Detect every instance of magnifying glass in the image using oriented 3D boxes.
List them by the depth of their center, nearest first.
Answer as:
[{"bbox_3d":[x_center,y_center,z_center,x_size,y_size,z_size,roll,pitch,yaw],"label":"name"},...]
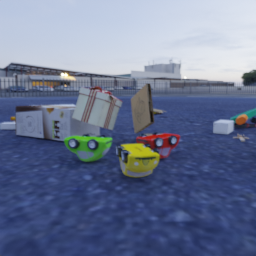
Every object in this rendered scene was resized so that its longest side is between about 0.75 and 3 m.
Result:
[{"bbox_3d":[4.717,-0.430,11.513,1.154,0.325,2.898,-24,-2,26],"label":"magnifying glass"}]

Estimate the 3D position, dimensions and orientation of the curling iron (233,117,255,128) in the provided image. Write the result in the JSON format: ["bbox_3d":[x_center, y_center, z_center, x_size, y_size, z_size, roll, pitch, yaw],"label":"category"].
[{"bbox_3d":[4.600,-0.148,11.165,1.796,0.230,0.445,-8,47,-26],"label":"curling iron"}]

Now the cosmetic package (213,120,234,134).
[{"bbox_3d":[3.401,-0.043,9.968,0.515,0.406,0.957,7,11,32],"label":"cosmetic package"}]

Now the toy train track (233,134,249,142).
[{"bbox_3d":[3.492,0.292,8.622,0.461,0.131,0.804,2,9,16],"label":"toy train track"}]

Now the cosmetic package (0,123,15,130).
[{"bbox_3d":[-4.317,-0.069,10.718,0.980,0.248,0.405,0,8,2],"label":"cosmetic package"}]

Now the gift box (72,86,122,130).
[{"bbox_3d":[-0.744,-0.549,7.716,1.098,1.025,1.013,16,0,22],"label":"gift box"}]

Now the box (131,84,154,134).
[{"bbox_3d":[0.400,-0.522,8.204,0.148,1.134,1.388,-1,-12,-18],"label":"box"}]

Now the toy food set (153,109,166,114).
[{"bbox_3d":[1.569,-0.951,17.051,1.100,0.320,1.594,14,9,34],"label":"toy food set"}]

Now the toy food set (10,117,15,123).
[{"bbox_3d":[-4.335,-0.249,11.305,0.913,0.436,0.411,2,8,40],"label":"toy food set"}]

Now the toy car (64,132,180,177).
[{"bbox_3d":[-0.242,0.478,5.850,2.321,0.550,2.467,2,8,19],"label":"toy car"}]

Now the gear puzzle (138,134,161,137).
[{"bbox_3d":[0.723,0.307,8.430,0.789,0.200,1.524,-1,5,10],"label":"gear puzzle"}]

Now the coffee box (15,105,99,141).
[{"bbox_3d":[-2.302,-0.212,9.051,2.452,0.977,1.402,5,8,31],"label":"coffee box"}]
